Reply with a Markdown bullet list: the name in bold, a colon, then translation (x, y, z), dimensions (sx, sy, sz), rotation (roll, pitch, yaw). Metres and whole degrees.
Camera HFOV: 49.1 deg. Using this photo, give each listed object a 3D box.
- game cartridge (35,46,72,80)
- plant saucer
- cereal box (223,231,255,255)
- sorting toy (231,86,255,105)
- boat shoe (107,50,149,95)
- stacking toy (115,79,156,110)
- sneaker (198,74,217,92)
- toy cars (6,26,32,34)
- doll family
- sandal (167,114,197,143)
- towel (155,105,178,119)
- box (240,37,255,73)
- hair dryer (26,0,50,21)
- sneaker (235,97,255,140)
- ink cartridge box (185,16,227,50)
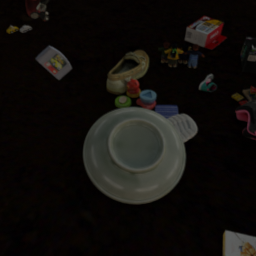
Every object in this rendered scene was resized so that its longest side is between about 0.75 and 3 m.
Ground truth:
- **game cartridge**: translation (-2.168, -1.938, 8.349), dimensions (0.650, 0.976, 0.200), rotation (-42, 43, 5)
- **plant saucer**: translation (0.196, 0.552, 7.577), dimensions (2.864, 0.719, 2.864), rotation (2, 63, -3)
- **cereal box**: translation (2.790, 2.904, 6.164), dimensions (1.352, 0.267, 0.973), rotation (10, 46, 9)
- **sorting toy**: translation (4.737, -1.203, 10.165), dimensions (1.845, 0.312, 0.890), rotation (-9, 46, -8)
- **boat shoe**: translation (0.035, -2.390, 10.928), dimensions (1.008, 0.869, 2.763), rotation (23, 50, 21)
- **stacking toy**: translation (0.234, -1.111, 9.865), dimensions (1.244, 0.581, 1.375), rotation (-34, 53, -29)
- **sneaker**: translation (3.117, -1.661, 10.551), dimensions (0.547, 0.379, 0.906), rotation (28, 59, 31)
- **toy cars**: translation (-5.399, -4.911, 13.825), dimensions (1.202, 0.266, 0.539), rotation (-6, 46, -6)
- **doll family**: translation (2.150, -3.022, 11.424), dimensions (1.819, 1.052, 0.714), rotation (1, 45, 0)
- **sandal**: translation (0.891, 0.369, 8.414), dimensions (2.951, 0.725, 1.201), rotation (-12, 61, -29)
- **towel**: translation (1.305, -0.376, 9.512), dimensions (0.808, 0.133, 1.117), rotation (2, 44, 5)
- **box**: translation (5.275, -2.985, 11.515), dimensions (1.031, 0.863, 1.388), rotation (9, 46, 9)
- **hair dryer**: translation (-3.035, -4.411, 9.836), dimensions (1.716, 0.466, 1.307), rotation (28, 86, 28)
- **sneaker**: translation (4.284, 0.167, 8.501), dimensions (1.388, 1.150, 2.911), rotation (-24, 46, 7)
- **ink cartridge box**: translation (3.713, -4.456, 13.086), dimensions (1.431, 0.684, 1.630), rotation (31, 52, 25)
